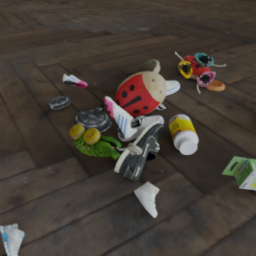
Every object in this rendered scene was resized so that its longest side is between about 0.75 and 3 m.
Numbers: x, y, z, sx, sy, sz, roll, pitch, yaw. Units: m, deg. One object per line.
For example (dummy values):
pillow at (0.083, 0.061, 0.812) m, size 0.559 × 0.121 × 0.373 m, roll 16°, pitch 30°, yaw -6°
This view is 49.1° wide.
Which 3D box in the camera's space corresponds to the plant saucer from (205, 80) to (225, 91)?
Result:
plant saucer at (4.050, -2.003, 13.105) m, size 0.921 × 0.172 × 0.921 m, roll -1°, pitch 35°, yaw 1°

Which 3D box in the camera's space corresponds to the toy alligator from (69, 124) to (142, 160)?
toy alligator at (-0.861, 0.540, 8.198) m, size 2.938 × 0.974 × 0.706 m, roll 14°, pitch 65°, yaw 46°

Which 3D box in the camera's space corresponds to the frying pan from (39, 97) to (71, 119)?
frying pan at (-3.114, -0.912, 11.454) m, size 1.608 × 0.262 × 0.973 m, roll -30°, pitch 36°, yaw -31°

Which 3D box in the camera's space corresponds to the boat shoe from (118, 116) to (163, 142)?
boat shoe at (0.462, -0.100, 9.818) m, size 1.779 × 0.581 × 0.655 m, roll -25°, pitch 41°, yaw -20°

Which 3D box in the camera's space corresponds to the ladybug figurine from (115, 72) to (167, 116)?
ladybug figurine at (0.362, -1.144, 10.386) m, size 2.276 × 1.545 × 0.819 m, roll -31°, pitch 13°, yaw 32°

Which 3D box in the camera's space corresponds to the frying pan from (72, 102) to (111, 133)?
frying pan at (-1.070, -0.489, 10.795) m, size 1.433 × 0.385 × 2.368 m, roll 28°, pitch 43°, yaw 28°

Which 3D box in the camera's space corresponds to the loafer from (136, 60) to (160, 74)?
loafer at (0.638, -1.833, 11.512) m, size 0.787 × 2.080 × 0.710 m, roll 40°, pitch 9°, yaw 36°

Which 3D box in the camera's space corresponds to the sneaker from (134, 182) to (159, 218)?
sneaker at (0.595, 1.802, 7.258) m, size 0.570 × 0.364 × 0.987 m, roll -38°, pitch 41°, yaw -2°

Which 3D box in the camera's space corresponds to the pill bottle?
pill bottle at (1.843, 0.234, 9.326) m, size 0.787 × 0.787 × 1.441 m, roll -2°, pitch 34°, yaw -3°

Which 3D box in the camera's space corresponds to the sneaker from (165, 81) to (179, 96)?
sneaker at (1.190, -1.906, 12.395) m, size 2.381 × 0.843 × 0.870 m, roll -10°, pitch 36°, yaw -15°

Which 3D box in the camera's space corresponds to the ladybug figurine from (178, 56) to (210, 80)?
ladybug figurine at (3.353, -3.073, 14.174) m, size 1.416 × 0.750 × 2.086 m, roll -13°, pitch 37°, yaw -18°

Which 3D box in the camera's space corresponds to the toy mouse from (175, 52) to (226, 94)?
toy mouse at (3.476, -2.672, 13.089) m, size 2.111 × 0.460 × 2.375 m, roll -11°, pitch 67°, yaw -1°

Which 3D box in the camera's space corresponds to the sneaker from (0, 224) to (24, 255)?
sneaker at (-2.559, 2.558, 6.310) m, size 0.470 × 0.407 × 1.086 m, roll -14°, pitch 37°, yaw -28°

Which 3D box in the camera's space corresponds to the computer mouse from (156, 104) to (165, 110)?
computer mouse at (1.004, -0.961, 11.217) m, size 1.118 × 0.245 × 0.613 m, roll 25°, pitch 19°, yaw -25°

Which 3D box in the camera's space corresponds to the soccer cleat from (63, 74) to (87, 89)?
soccer cleat at (-2.291, -2.042, 12.118) m, size 1.142 × 0.399 × 0.493 m, roll 9°, pitch 59°, yaw -41°

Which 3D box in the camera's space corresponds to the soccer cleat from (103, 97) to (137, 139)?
soccer cleat at (-0.239, -0.370, 8.659) m, size 0.625 × 1.447 × 0.506 m, roll -27°, pitch 1°, yaw -10°

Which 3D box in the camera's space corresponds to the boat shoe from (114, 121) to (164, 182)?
boat shoe at (0.556, 0.690, 8.662) m, size 0.828 × 0.880 × 2.449 m, roll 27°, pitch 46°, yaw 17°

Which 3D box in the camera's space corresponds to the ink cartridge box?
ink cartridge box at (3.288, 1.224, 7.247) m, size 1.437 × 0.746 × 0.426 m, roll 9°, pitch 43°, yaw -9°
